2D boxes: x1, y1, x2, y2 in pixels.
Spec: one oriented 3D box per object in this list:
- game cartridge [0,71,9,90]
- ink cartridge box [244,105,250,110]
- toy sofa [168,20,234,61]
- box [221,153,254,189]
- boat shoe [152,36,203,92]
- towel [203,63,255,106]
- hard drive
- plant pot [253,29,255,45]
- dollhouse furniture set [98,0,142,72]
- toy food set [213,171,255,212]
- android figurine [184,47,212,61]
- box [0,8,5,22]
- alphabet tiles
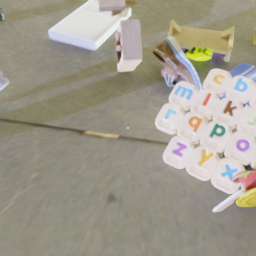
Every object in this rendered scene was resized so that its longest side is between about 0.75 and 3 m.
[{"bbox_3d":[-4.308,-1.680,7.148,1.500,2.314,0.444,-30,18,27],"label":"game cartridge"},{"bbox_3d":[4.537,0.385,6.605,2.767,0.563,2.772,-5,47,-4],"label":"ink cartridge box"},{"bbox_3d":[2.401,-2.870,9.540,2.178,1.063,0.902,10,70,8],"label":"toy sofa"},{"bbox_3d":[2.488,0.875,6.215,0.876,0.456,0.797,21,50,19],"label":"box"},{"bbox_3d":[1.461,-1.673,8.414,0.866,0.864,2.393,-27,57,7],"label":"boat shoe"},{"bbox_3d":[3.741,-1.114,7.556,2.053,0.338,2.836,-28,35,-27],"label":"towel"},{"bbox_3d":[-1.394,-4.125,10.946,1.973,0.399,2.991,19,49,17],"label":"hard drive"},{"bbox_3d":[4.932,-3.326,9.983,0.720,0.817,0.817,17,48,30],"label":"plant pot"},{"bbox_3d":[-1.089,-3.148,8.016,2.426,2.977,2.831,-5,5,-5],"label":"dollhouse furniture set"},{"bbox_3d":[2.536,1.014,5.246,1.864,1.097,0.609,-5,56,-9],"label":"toy food set"},{"bbox_3d":[2.292,-2.388,9.074,0.984,0.202,0.896,7,-2,-38],"label":"android figurine"},{"bbox_3d":[-5.552,-4.509,11.217,0.632,0.529,0.851,30,53,25],"label":"box"},{"bbox_3d":[2.130,-0.050,6.337,2.826,0.206,2.764,25,71,21],"label":"alphabet tiles"}]
